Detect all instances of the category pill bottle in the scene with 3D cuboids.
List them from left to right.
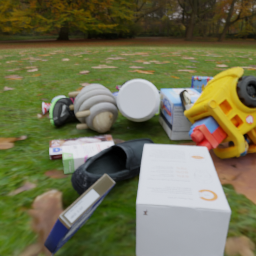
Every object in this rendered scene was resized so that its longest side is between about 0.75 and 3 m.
[{"bbox_3d":[0.429,-1.060,11.099,1.634,1.634,2.808,2,3,4],"label":"pill bottle"}]

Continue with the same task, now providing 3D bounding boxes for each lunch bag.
[{"bbox_3d":[4.926,-2.249,16.249,1.957,1.223,2.600,10,11,27],"label":"lunch bag"}]

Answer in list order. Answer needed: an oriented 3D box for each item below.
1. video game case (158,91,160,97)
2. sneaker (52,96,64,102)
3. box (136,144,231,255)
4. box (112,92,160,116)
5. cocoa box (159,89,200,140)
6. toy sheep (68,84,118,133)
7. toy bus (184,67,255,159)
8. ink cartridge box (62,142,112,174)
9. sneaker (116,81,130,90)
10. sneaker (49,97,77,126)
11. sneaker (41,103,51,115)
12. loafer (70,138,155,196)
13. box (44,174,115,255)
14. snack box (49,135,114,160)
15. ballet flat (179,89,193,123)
[{"bbox_3d":[1.053,-1.649,13.486,1.189,0.139,1.081,-18,35,-41],"label":"video game case"},{"bbox_3d":[-3.232,-1.077,13.437,1.673,0.666,1.092,10,21,26],"label":"sneaker"},{"bbox_3d":[1.029,1.430,5.988,1.575,1.234,2.532,3,20,6],"label":"box"},{"bbox_3d":[0.494,-1.382,14.191,2.985,0.711,1.820,14,24,30],"label":"box"},{"bbox_3d":[2.162,-0.613,11.048,1.487,1.463,2.230,-2,21,-5],"label":"cocoa box"},{"bbox_3d":[-1.358,-0.860,11.235,1.891,1.891,2.743,-9,51,-22],"label":"toy sheep"},{"bbox_3d":[3.129,0.009,8.686,2.684,2.796,1.897,-44,7,-23],"label":"toy bus"},{"bbox_3d":[-1.184,0.876,8.457,1.537,0.517,0.900,-5,23,-13],"label":"ink cartridge box"},{"bbox_3d":[-0.090,-2.226,14.702,1.325,0.495,0.534,-16,25,-36],"label":"sneaker"},{"bbox_3d":[-2.263,-0.838,12.167,1.233,1.130,2.944,7,23,28],"label":"sneaker"},{"bbox_3d":[-3.869,-0.911,13.441,0.543,0.344,0.966,6,31,-19],"label":"sneaker"},{"bbox_3d":[-0.184,0.886,7.465,2.871,1.008,0.975,-22,67,-41],"label":"loafer"},{"bbox_3d":[-0.905,1.570,4.857,0.280,1.729,1.047,41,46,10],"label":"box"},{"bbox_3d":[-1.522,0.632,9.291,2.090,0.254,0.751,-5,36,-14],"label":"snack box"},{"bbox_3d":[2.026,-0.783,9.517,0.417,0.419,1.225,-10,66,-18],"label":"ballet flat"}]
